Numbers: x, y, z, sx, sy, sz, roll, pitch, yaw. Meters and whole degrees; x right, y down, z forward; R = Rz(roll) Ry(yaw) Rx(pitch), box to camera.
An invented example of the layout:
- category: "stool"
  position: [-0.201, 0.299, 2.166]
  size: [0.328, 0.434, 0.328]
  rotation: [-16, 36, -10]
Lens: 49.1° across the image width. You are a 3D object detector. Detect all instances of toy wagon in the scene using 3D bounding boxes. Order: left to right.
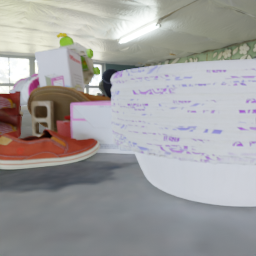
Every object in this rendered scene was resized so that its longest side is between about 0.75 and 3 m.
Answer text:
- category: "toy wagon"
  position: [-1.667, -2.123, 8.632]
  size: [1.344, 1.732, 0.343]
  rotation: [-4, 35, 20]

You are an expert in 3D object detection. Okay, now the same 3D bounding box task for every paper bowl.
- category: "paper bowl"
  position: [0.875, 0.004, 2.653]
  size: [2.087, 1.085, 2.087]
  rotation: [1, 6, 0]

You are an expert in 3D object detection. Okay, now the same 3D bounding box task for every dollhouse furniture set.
- category: "dollhouse furniture set"
  position: [-1.849, -0.226, 5.371]
  size: [2.473, 1.006, 1.331]
  rotation: [0, 6, 0]

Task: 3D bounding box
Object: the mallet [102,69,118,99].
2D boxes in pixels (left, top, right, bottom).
- category: "mallet"
  position: [0.412, -0.625, 6.197]
  size: [2.159, 0.444, 0.711]
  rotation: [25, -21, 8]

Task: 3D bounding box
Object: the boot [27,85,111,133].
- category: "boot"
  position: [-0.828, -0.486, 7.080]
  size: [2.838, 1.088, 2.204]
  rotation: [4, 9, 1]

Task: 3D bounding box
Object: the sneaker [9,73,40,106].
- category: "sneaker"
  position: [-2.990, -1.284, 8.795]
  size: [0.995, 0.918, 2.256]
  rotation: [-7, 17, 9]

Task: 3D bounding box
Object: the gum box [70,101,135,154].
- category: "gum box"
  position: [0.408, -0.058, 4.710]
  size: [2.377, 0.786, 1.349]
  rotation: [1, 6, 14]

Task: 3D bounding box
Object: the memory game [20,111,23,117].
- category: "memory game"
  position: [-4.380, -0.447, 8.445]
  size: [2.239, 0.143, 2.239]
  rotation: [7, 18, -2]

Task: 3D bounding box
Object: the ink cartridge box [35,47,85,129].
- category: "ink cartridge box"
  position: [-1.764, -1.045, 7.798]
  size: [0.882, 2.084, 1.506]
  rotation: [-5, 5, 4]

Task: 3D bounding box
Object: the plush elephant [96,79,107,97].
- category: "plush elephant"
  position: [-0.798, -1.066, 11.570]
  size: [1.908, 1.571, 1.477]
  rotation: [27, 12, -16]

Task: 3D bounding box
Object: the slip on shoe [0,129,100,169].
- category: "slip on shoe"
  position: [-0.974, 0.235, 3.686]
  size: [1.435, 0.439, 0.531]
  rotation: [-3, 5, -41]
